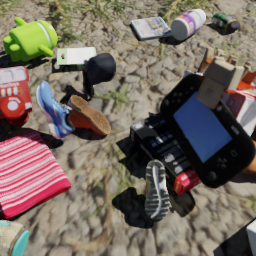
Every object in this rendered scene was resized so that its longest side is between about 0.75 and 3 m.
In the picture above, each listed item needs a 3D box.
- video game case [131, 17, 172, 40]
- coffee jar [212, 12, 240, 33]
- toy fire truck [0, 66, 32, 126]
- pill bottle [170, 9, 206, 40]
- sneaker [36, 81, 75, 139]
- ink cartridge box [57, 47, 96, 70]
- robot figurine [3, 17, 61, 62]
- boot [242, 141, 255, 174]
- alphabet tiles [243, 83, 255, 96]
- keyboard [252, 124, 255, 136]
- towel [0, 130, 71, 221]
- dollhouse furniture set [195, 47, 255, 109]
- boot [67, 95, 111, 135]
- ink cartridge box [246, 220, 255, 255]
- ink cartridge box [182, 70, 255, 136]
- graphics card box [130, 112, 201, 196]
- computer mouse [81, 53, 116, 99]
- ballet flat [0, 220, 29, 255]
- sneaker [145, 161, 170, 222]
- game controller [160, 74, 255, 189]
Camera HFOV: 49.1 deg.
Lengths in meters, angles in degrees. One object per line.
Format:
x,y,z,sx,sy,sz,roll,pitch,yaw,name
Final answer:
1.050,-4.567,12.812,1.469,0.185,1.612,-12,48,-10,video game case
4.489,-4.835,12.824,0.629,0.515,1.206,-22,52,-19,coffee jar
-3.904,-0.901,8.297,2.039,1.143,1.713,-12,81,-16,toy fire truck
2.695,-4.613,12.341,0.926,0.926,1.663,33,55,27,pill bottle
-1.997,-0.557,7.942,0.750,1.683,0.661,-20,15,12,sneaker
-1.989,-2.715,10.980,1.471,0.353,1.070,-6,49,-6,ink cartridge box
-3.775,-3.444,11.053,2.136,1.235,1.874,-34,73,-28,robot figurine
3.454,0.492,7.849,1.453,0.718,1.871,12,41,5,boot
3.645,-1.132,9.727,2.156,0.097,2.579,-32,56,-26,alphabet tiles
4.064,-0.076,8.103,1.461,0.556,2.807,-7,46,-35,keyboard
-2.825,1.105,7.498,1.773,0.276,2.452,-24,52,-26,towel
2.610,-1.135,7.083,2.048,1.066,2.070,-9,40,-46,dollhouse furniture set
-1.269,-0.213,8.592,1.565,0.839,0.587,40,34,0,boot
3.900,2.122,5.709,2.280,0.967,1.661,-27,19,-21,ink cartridge box
2.369,-0.606,7.884,0.840,1.449,2.488,6,24,-30,ink cartridge box
1.279,0.556,7.832,1.497,0.607,2.385,-26,53,-22,graphics card box
-1.076,-1.738,8.853,0.524,1.987,1.376,-8,88,-34,computer mouse
-2.320,2.617,4.936,0.893,2.373,0.805,14,18,6,ballet flat
0.676,1.488,6.670,0.557,0.644,1.426,2,85,1,sneaker
1.845,-0.024,6.968,0.619,1.533,2.940,6,44,-37,game controller
